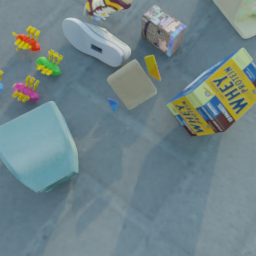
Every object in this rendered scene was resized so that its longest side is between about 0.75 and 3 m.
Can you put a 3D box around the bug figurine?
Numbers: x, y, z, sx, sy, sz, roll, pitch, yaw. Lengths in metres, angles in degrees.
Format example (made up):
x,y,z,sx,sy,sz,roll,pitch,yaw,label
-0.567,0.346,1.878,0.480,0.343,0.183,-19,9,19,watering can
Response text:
x,y,z,sx,sy,sz,roll,pitch,yaw,label
-3.480,-1.914,9.172,2.143,0.711,2.764,32,69,4,bug figurine

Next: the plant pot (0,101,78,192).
x,y,z,sx,sy,sz,roll,pitch,yaw,label
-2.311,0.705,7.715,1.851,1.846,1.885,-29,80,-10,plant pot

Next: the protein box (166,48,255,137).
x,y,z,sx,sy,sz,roll,pitch,yaw,label
2.473,-0.911,7.985,1.941,1.927,1.309,-41,94,-13,protein box

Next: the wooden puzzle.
x,y,z,sx,sy,sz,roll,pitch,yaw,label
0.142,-1.312,8.552,1.945,0.227,1.312,-23,107,21,wooden puzzle

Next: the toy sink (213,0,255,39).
x,y,z,sx,sy,sz,roll,pitch,yaw,label
4.240,-4.801,9.759,1.727,1.484,2.649,-25,73,-9,toy sink

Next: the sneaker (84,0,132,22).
x,y,z,sx,sy,sz,roll,pitch,yaw,label
-0.703,-3.842,8.977,2.189,0.820,0.986,37,103,51,sneaker

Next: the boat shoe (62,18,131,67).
x,y,z,sx,sy,sz,roll,pitch,yaw,label
-1.047,-3.025,9.563,2.587,0.917,0.903,31,46,15,boat shoe

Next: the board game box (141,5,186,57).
x,y,z,sx,sy,sz,roll,pitch,yaw,label
1.156,-3.264,9.450,1.324,1.056,0.641,40,76,13,board game box
